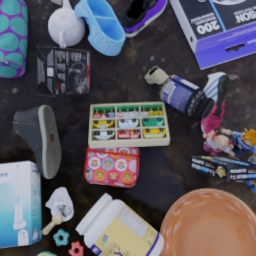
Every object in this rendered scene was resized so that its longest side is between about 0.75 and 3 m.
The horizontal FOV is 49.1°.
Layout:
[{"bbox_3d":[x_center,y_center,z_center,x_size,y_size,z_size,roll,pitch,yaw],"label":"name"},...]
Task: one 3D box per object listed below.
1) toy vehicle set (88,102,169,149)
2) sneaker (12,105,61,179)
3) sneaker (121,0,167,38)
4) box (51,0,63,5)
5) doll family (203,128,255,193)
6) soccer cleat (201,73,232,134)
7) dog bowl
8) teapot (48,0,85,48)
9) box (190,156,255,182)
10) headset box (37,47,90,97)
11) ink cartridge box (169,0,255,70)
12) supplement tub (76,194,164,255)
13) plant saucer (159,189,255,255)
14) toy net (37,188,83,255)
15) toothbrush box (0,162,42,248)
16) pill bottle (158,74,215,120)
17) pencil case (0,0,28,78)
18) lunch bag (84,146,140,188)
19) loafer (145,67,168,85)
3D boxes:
[{"bbox_3d":[0.005,-0.109,8.542,2.345,0.311,1.457,-3,53,-2],"label":"toy vehicle set"},{"bbox_3d":[-2.789,0.473,8.568,1.163,0.819,2.189,-8,85,20],"label":"sneaker"},{"bbox_3d":[0.606,-4.127,9.420,0.791,1.131,2.274,38,79,9],"label":"sneaker"},{"bbox_3d":[-2.352,-5.040,9.991,0.407,0.489,1.189,23,78,5],"label":"box"},{"bbox_3d":[3.442,0.700,7.953,2.620,1.626,1.181,40,79,9],"label":"doll family"},{"bbox_3d":[2.647,-0.779,8.901,0.684,0.845,1.957,13,96,-31],"label":"soccer cleat"},{"bbox_3d":[-0.869,-3.433,9.208,1.245,0.554,2.234,-14,72,-42],"label":"dog bowl"},{"bbox_3d":[-2.097,-3.442,9.333,1.317,0.975,1.335,-41,80,-9],"label":"teapot"},{"bbox_3d":[2.721,1.081,7.663,1.335,1.680,0.386,2,93,-20],"label":"box"},{"bbox_3d":[-1.826,-1.667,8.375,0.697,1.804,1.342,9,104,25],"label":"headset box"},{"bbox_3d":[3.319,-3.779,9.605,2.914,0.638,2.941,-19,78,-5],"label":"ink cartridge box"},{"bbox_3d":[-0.231,2.884,7.477,2.010,1.461,1.461,39,79,8],"label":"supplement tub"},{"bbox_3d":[2.103,3.066,7.190,2.923,0.547,2.923,-22,55,36],"label":"plant saucer"},{"bbox_3d":[-1.886,2.951,7.838,1.289,0.475,2.458,3,81,10],"label":"toy net"},{"bbox_3d":[-3.405,2.164,7.936,1.623,0.945,2.216,-7,76,-2],"label":"toothbrush box"},{"bbox_3d":[1.769,-0.916,8.523,1.594,0.891,0.891,35,78,27],"label":"pill bottle"},{"bbox_3d":[-3.924,-2.989,9.156,1.165,1.073,2.521,5,73,-28],"label":"pencil case"},{"bbox_3d":[-0.468,1.020,8.419,1.597,0.654,1.407,5,71,1],"label":"lunch bag"},{"bbox_3d":[0.842,-1.672,8.743,0.501,1.325,0.452,-39,109,-7],"label":"loafer"}]
